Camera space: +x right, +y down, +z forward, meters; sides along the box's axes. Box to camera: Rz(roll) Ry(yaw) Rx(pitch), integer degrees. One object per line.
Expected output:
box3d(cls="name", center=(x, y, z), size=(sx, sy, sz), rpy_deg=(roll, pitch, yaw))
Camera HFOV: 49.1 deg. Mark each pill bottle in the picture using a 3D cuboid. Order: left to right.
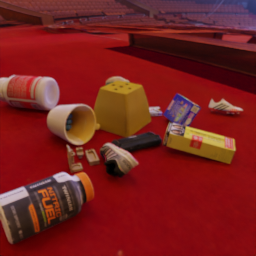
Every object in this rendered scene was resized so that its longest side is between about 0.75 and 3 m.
box3d(cls="pill bottle", center=(-5.177, -1.825, 14.281), size=(2.906, 1.631, 1.631), rpy_deg=(7, 28, 16))
box3d(cls="pill bottle", center=(-2.089, 1.938, 7.346), size=(2.327, 1.236, 1.236), rpy_deg=(-18, 32, -31))

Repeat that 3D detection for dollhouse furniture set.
box3d(cls="dollhouse furniture set", center=(-1.611, 0.864, 9.883), size=(1.045, 0.852, 0.994), rpy_deg=(-9, 28, -18))

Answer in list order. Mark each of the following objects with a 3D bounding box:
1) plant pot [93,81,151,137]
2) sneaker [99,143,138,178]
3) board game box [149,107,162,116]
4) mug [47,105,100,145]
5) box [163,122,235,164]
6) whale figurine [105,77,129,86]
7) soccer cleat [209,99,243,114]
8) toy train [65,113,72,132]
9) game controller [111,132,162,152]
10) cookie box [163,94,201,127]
box3d(cls="plant pot", center=(-0.297, -1.000, 12.514), size=(2.038, 1.797, 2.038), rpy_deg=(16, 31, 30))
box3d(cls="sneaker", center=(-0.538, 1.125, 9.457), size=(0.871, 0.734, 1.990), rpy_deg=(-45, 30, -20))
box3d(cls="board game box", center=(1.062, -0.793, 13.863), size=(1.106, 0.191, 0.698), rpy_deg=(-3, 26, -5))
box3d(cls="mug", center=(-2.360, -0.115, 11.560), size=(1.646, 2.005, 1.606), rpy_deg=(11, 60, 39))
box3d(cls="box", center=(2.616, 0.538, 10.424), size=(2.497, 0.626, 0.940), rpy_deg=(17, 30, 11))
box3d(cls="whale figurine", center=(-0.393, -2.276, 16.145), size=(1.887, 0.979, 1.501), rpy_deg=(7, -13, -35))
box3d(cls="soccer cleat", center=(4.789, -1.056, 13.728), size=(1.597, 0.680, 0.548), rpy_deg=(7, 8, 14))
box3d(cls="toy train", center=(-2.642, -0.281, 11.830), size=(0.495, 0.866, 0.375), rpy_deg=(5, 4, 2))
box3d(cls="game controller", center=(0.326, 0.565, 11.110), size=(1.979, 0.417, 1.032), rpy_deg=(-12, 15, -23))
box3d(cls="cookie box", center=(2.384, -0.738, 12.582), size=(0.538, 1.224, 1.431), rpy_deg=(24, 14, -31))
